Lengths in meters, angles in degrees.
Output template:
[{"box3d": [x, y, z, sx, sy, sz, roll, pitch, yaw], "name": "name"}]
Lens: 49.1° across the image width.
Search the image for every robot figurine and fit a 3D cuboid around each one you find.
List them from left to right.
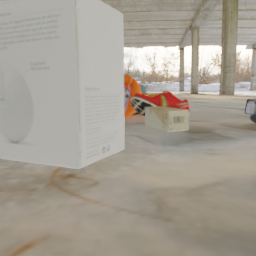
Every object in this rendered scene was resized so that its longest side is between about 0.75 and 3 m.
[{"box3d": [-0.744, -1.338, 11.274, 2.936, 2.112, 1.712, 7, 24, -20], "name": "robot figurine"}]

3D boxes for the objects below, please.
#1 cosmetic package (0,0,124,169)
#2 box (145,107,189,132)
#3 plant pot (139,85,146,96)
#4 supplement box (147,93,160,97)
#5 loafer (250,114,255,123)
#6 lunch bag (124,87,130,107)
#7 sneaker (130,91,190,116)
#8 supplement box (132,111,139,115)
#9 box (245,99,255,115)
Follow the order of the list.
[{"box3d": [-1.536, -0.823, 5.183, 2.600, 2.608, 1.603, 4, 9, 25], "name": "cosmetic package"}, {"box3d": [1.157, -0.302, 8.676, 0.739, 0.605, 1.556, -5, 10, -22], "name": "box"}, {"box3d": [0.416, -1.795, 16.756, 1.518, 1.022, 1.518, -12, -16, -3], "name": "plant pot"}, {"box3d": [1.493, -1.176, 13.501, 0.958, 0.990, 2.879, 0, 10, 9], "name": "supplement box"}, {"box3d": [4.640, -0.252, 9.545, 0.887, 0.319, 0.279, 17, 8, 39], "name": "loafer"}, {"box3d": [-0.515, -1.033, 10.073, 0.938, 1.171, 0.442, 35, -13, -34], "name": "lunch bag"}, {"box3d": [1.152, -0.906, 10.089, 2.338, 0.993, 0.900, 13, -21, -22], "name": "sneaker"}, {"box3d": [-0.040, -0.966, 13.153, 0.939, 0.632, 0.952, 5, 10, 29], "name": "supplement box"}, {"box3d": [5.749, -0.584, 9.888, 1.997, 0.609, 2.521, 6, 7, -12], "name": "box"}]
